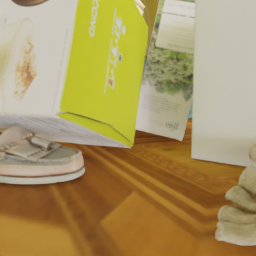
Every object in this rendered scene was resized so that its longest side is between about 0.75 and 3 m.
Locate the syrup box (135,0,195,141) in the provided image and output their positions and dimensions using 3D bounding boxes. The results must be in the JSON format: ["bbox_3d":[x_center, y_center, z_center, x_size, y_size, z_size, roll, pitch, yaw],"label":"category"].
[{"bbox_3d":[1.014,-1.270,6.365,1.142,2.900,1.181,13,10,10],"label":"syrup box"}]

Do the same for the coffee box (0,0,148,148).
[{"bbox_3d":[-1.322,-1.176,4.842,2.578,2.603,2.607,4,-11,21],"label":"coffee box"}]

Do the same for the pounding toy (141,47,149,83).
[{"bbox_3d":[-0.539,-1.180,7.451,2.122,2.748,2.985,21,3,21],"label":"pounding toy"}]

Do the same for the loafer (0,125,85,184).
[{"bbox_3d":[-1.676,0.267,3.674,2.262,0.711,0.813,2,9,14],"label":"loafer"}]

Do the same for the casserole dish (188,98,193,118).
[{"bbox_3d":[2.631,-0.955,11.614,0.282,1.453,0.880,42,-2,-39],"label":"casserole dish"}]

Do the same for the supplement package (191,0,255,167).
[{"bbox_3d":[2.159,-0.718,4.316,1.943,2.495,1.383,6,9,38],"label":"supplement package"}]

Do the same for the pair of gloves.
[{"bbox_3d":[1.991,0.608,2.313,2.065,0.426,2.429,9,13,31],"label":"pair of gloves"}]
